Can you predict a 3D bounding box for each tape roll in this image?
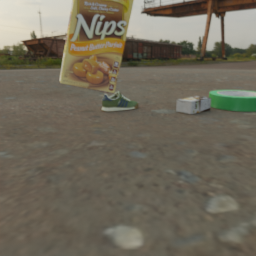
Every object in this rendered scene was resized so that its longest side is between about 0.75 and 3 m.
[{"bbox_3d":[5.266,-1.344,13.440,2.702,0.649,2.702,0,15,0],"label":"tape roll"}]

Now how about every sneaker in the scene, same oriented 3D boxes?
[{"bbox_3d":[-0.330,-1.237,12.655,1.851,0.831,0.621,-8,17,-28],"label":"sneaker"}]

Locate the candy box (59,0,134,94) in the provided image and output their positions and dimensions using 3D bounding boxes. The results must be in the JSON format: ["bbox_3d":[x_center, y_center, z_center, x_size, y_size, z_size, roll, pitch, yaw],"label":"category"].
[{"bbox_3d":[-0.901,-2.394,7.657,1.527,2.645,0.731,8,14,-19],"label":"candy box"}]

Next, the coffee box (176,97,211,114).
[{"bbox_3d":[2.891,-1.010,12.306,1.432,0.571,0.819,-12,19,-38],"label":"coffee box"}]
